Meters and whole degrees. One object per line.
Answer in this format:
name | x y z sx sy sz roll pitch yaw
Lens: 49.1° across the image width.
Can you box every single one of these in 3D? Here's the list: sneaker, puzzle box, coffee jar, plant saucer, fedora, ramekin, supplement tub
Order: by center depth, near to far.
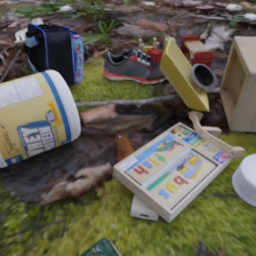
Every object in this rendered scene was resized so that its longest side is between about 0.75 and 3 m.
coffee jar | -0.972 3.036 5.289 1.926 0.822 1.004 -25 52 -25
ramekin | 3.451 1.322 7.219 1.354 0.660 1.354 0 43 0
puzzle box | 1.272 0.997 7.564 1.930 0.369 2.902 34 47 30
supplement tub | -3.062 -0.196 7.743 2.973 2.150 2.150 -22 48 -21
plant saucer | 1.828 -1.748 9.496 0.565 2.332 2.332 -33 17 26
fedora | 2.645 -1.763 10.163 0.963 0.492 1.089 -38 86 -26
sneaker | 0.432 -2.475 10.832 2.865 1.173 1.104 -1 44 -2

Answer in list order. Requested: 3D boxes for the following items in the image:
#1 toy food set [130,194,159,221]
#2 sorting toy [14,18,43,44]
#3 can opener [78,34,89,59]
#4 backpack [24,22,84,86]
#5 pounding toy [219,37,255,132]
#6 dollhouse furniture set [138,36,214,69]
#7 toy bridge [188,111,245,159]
toy food set | 0.452 1.841 6.982 0.666 0.280 0.928 9 36 4
sorting toy | -4.653 -4.339 13.167 1.390 0.825 1.544 -14 46 -3
can opener | -2.169 -3.675 12.483 0.809 0.652 2.057 -7 44 -6
backpack | -2.918 -2.837 10.598 1.665 2.260 2.475 -17 34 -29
pounding toy | 4.332 -1.730 9.017 1.998 2.587 2.810 3 44 3
dollhouse furniture set | 1.835 -2.817 11.219 2.705 1.100 1.456 -6 44 -8
toy bridge | 2.404 0.130 8.278 0.736 0.298 2.190 2 33 -30
